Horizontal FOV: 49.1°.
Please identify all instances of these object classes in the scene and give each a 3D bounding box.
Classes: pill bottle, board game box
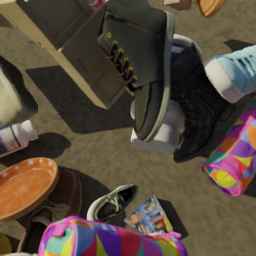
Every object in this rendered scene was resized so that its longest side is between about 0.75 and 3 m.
[{"bbox_3d":[0.837,-0.748,6.460,1.384,1.384,2.492,12,71,7],"label":"pill bottle"},{"bbox_3d":[0.437,2.236,6.729,0.934,0.288,0.935,-22,62,-11],"label":"board game box"},{"bbox_3d":[-3.212,0.294,7.604,1.354,0.752,0.752,-23,62,-13],"label":"pill bottle"}]

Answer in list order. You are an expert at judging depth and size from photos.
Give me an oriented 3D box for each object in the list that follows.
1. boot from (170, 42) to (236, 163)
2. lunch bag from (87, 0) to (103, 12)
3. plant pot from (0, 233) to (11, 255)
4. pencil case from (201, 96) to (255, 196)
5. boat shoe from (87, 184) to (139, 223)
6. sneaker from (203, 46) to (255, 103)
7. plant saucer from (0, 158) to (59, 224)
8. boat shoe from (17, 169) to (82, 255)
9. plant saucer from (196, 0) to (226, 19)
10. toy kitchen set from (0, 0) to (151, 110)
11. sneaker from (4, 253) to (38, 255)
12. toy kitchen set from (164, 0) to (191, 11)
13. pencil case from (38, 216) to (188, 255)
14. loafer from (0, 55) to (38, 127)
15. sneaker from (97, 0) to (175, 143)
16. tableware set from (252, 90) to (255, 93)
[{"bbox_3d":[1.073,-0.495,5.444,1.693,0.673,1.944,46,71,-13],"label":"boot"},{"bbox_3d":[-0.328,-2.909,6.868,1.526,0.625,1.344,4,55,4],"label":"lunch bag"},{"bbox_3d":[-3.262,2.763,6.121,1.123,0.797,1.123,0,60,-1],"label":"plant pot"},{"bbox_3d":[2.297,0.271,5.391,0.946,0.946,2.141,37,66,20],"label":"pencil case"},{"bbox_3d":[-0.221,1.197,4.504,1.034,0.329,0.366,-32,90,-46],"label":"boat shoe"},{"bbox_3d":[2.360,-1.241,5.490,1.001,1.109,2.707,55,35,9],"label":"sneaker"},{"bbox_3d":[-2.591,1.464,6.682,2.028,0.327,2.028,-15,30,9],"label":"plant saucer"},{"bbox_3d":[-1.750,2.110,6.422,0.987,0.936,2.607,10,60,6],"label":"boat shoe"},{"bbox_3d":[2.302,-3.978,7.070,0.425,2.270,2.270,15,60,-6],"label":"plant saucer"},{"bbox_3d":[-1.051,-2.171,5.877,2.288,2.536,2.069,24,70,48],"label":"toy kitchen set"},{"bbox_3d":[-1.356,2.348,4.049,1.030,2.551,0.976,-42,54,26],"label":"sneaker"},{"bbox_3d":[0.493,-4.121,7.422,1.957,1.597,1.766,7,101,35],"label":"toy kitchen set"},{"bbox_3d":[-0.088,1.461,3.143,1.766,0.781,0.781,23,51,-37],"label":"pencil case"},{"bbox_3d":[-1.754,-0.575,3.914,0.493,0.546,1.443,-41,55,4],"label":"loafer"},{"bbox_3d":[0.019,-0.921,4.633,1.193,0.840,2.245,8,83,-17],"label":"sneaker"},{"bbox_3d":[4.278,-1.120,8.816,1.084,0.126,0.905,-11,59,-7],"label":"tableware set"}]
